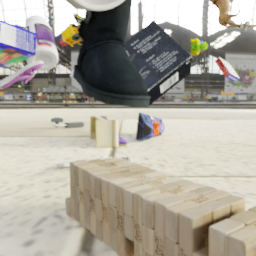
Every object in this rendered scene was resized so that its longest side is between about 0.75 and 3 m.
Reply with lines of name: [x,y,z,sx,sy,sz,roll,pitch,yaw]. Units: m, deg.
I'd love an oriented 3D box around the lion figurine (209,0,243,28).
lion figurine: [2.467,-3.029,7.163,0.775,1.265,0.458,-6,-15,30]

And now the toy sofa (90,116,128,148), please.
toy sofa: [-0.750,0.077,10.264,1.130,0.959,2.315,-2,6,-12]

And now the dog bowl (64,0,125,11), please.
dog bowl: [-0.472,-2.519,4.019,1.716,1.716,0.503,-5,36,-40]

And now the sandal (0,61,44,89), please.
sandal: [-2.970,-1.414,7.900,1.554,0.382,0.632,-24,9,16]

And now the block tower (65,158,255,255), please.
block tower: [0.252,0.910,2.927,0.758,0.811,2.805,-4,6,-37]

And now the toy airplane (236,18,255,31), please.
toy airplane: [4.202,-3.253,8.727,1.178,0.831,1.173,-36,44,-20]

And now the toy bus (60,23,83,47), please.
toy bus: [-2.422,-3.851,12.082,0.992,0.702,1.034,-30,-22,19]

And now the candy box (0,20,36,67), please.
candy box: [-4.056,-2.536,8.250,1.712,0.780,2.024,-7,-10,40]

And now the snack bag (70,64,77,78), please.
snack bag: [-1.473,-3.125,11.545,0.257,2.265,2.402,34,-23,-26]

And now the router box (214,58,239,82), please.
router box: [3.201,-1.868,9.043,0.785,0.705,0.192,9,-40,-47]

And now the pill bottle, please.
pill bottle: [-3.125,-3.028,9.833,1.059,1.900,1.059,-14,-28,-8]

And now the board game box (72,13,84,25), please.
board game box: [-1.441,-3.395,9.008,0.602,0.135,1.149,24,8,-9]

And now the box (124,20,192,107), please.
box: [0.773,-2.208,9.688,2.002,2.036,1.195,-38,-20,-4]

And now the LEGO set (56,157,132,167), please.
LEGO set: [-0.715,0.868,6.270,1.282,0.421,1.717,-4,-4,-33]

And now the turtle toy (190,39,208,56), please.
turtle toy: [2.455,-2.814,9.732,0.382,0.550,0.755,-8,14,-16]

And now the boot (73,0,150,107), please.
boot: [-0.342,-1.910,5.616,1.108,2.438,2.902,0,23,-27]

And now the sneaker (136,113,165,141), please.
sneaker: [0.948,-0.081,11.511,1.153,1.108,2.940,5,8,5]

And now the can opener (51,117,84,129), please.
can opener: [-3.357,-0.253,15.618,1.856,0.617,0.489,2,3,-33]
